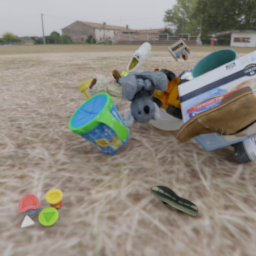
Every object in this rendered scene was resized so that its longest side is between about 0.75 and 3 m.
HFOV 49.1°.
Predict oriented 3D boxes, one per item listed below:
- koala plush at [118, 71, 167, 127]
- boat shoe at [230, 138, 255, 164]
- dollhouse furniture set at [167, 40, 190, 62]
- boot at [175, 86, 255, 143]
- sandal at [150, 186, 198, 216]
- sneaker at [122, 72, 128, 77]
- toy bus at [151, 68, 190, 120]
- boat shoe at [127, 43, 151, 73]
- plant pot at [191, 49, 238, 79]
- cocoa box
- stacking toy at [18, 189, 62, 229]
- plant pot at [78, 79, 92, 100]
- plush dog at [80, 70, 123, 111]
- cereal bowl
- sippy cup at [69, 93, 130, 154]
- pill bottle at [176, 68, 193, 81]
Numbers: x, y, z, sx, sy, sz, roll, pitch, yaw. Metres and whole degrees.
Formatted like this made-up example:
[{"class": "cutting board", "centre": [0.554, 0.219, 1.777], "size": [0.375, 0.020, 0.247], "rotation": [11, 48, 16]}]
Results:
[{"class": "koala plush", "centre": [0.491, -1.008, 10.128], "size": [1.659, 1.871, 1.719], "rotation": [-16, 21, -13]}, {"class": "boat shoe", "centre": [3.926, 0.444, 9.803], "size": [0.791, 0.835, 2.389], "rotation": [-32, 23, 27]}, {"class": "dollhouse furniture set", "centre": [1.816, -2.535, 9.810], "size": [0.554, 0.786, 0.550], "rotation": [-31, 59, 2]}, {"class": "boot", "centre": [2.319, -0.076, 7.445], "size": [2.408, 0.908, 0.886], "rotation": [-34, -19, 31]}, {"class": "sandal", "centre": [1.084, 1.839, 6.878], "size": [1.272, 0.363, 0.505], "rotation": [28, 28, 24]}, {"class": "sneaker", "centre": [-0.058, -2.117, 12.012], "size": [0.395, 0.446, 1.066], "rotation": [41, 9, 10]}, {"class": "toy bus", "centre": [1.690, -1.400, 11.696], "size": [2.254, 1.530, 2.164], "rotation": [25, 4, -7]}, {"class": "boat shoe", "centre": [0.449, -3.255, 12.934], "size": [0.600, 1.624, 0.692], "rotation": [39, 9, 10]}, {"class": "plant pot", "centre": [3.394, -1.827, 10.347], "size": [1.695, 1.360, 1.695], "rotation": [-27, 32, 19]}, {"class": "cocoa box", "centre": [3.272, -0.713, 8.834], "size": [2.784, 1.857, 1.827], "rotation": [-22, 52, 29]}, {"class": "stacking toy", "centre": [-2.048, 1.991, 6.645], "size": [1.013, 0.428, 0.917], "rotation": [-6, 47, -7]}, {"class": "plant pot", "centre": [-1.772, -1.764, 13.676], "size": [1.042, 0.981, 1.042], "rotation": [-22, -3, -1]}, {"class": "plush dog", "centre": [-0.812, -1.322, 12.582], "size": [2.020, 2.518, 2.163], "rotation": [31, 46, -3]}, {"class": "cereal bowl", "centre": [1.710, -0.464, 12.179], "size": [1.933, 0.805, 1.933], "rotation": [2, 34, -1]}, {"class": "sippy cup", "centre": [-0.858, -0.037, 9.624], "size": [1.765, 1.648, 2.248], "rotation": [-33, 31, 14]}, {"class": "pill bottle", "centre": [2.738, -2.056, 13.931], "size": [2.308, 1.226, 1.226], "rotation": [-40, 3, 27]}]
